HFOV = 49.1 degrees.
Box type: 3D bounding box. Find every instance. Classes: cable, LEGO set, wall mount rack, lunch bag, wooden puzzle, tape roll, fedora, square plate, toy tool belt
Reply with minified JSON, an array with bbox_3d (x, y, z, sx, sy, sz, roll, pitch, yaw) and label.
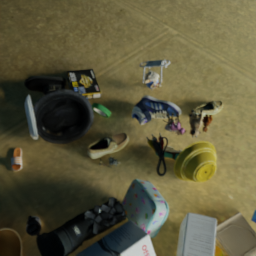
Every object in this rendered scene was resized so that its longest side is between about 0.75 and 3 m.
[{"bbox_3d":[1.211,0.940,10.217,0.762,0.395,1.569,-17,90,10],"label":"cable"},{"bbox_3d":[-0.710,1.282,10.672,0.809,0.229,0.525,-13,57,-9],"label":"LEGO set"},{"bbox_3d":[1.123,-2.478,12.058,1.366,0.509,1.187,2,45,24],"label":"wall mount rack"},{"bbox_3d":[0.488,2.556,8.955,0.664,1.381,1.722,13,17,-29],"label":"lunch bag"},{"bbox_3d":[3.554,3.614,9.094,2.135,0.250,1.441,-18,62,-12],"label":"wooden puzzle"},{"bbox_3d":[-1.123,-0.719,11.576,0.846,0.846,0.203,26,76,17],"label":"tape roll"},{"bbox_3d":[-2.590,-0.515,11.143,2.360,2.360,1.078,-12,19,-8],"label":"fedora"},{"bbox_3d":[-3.656,-0.335,10.487,0.224,1.562,1.577,-11,89,-21],"label":"square plate"},{"bbox_3d":[1.016,-1.986,12.431,0.672,1.076,0.661,29,75,26],"label":"toy tool belt"}]

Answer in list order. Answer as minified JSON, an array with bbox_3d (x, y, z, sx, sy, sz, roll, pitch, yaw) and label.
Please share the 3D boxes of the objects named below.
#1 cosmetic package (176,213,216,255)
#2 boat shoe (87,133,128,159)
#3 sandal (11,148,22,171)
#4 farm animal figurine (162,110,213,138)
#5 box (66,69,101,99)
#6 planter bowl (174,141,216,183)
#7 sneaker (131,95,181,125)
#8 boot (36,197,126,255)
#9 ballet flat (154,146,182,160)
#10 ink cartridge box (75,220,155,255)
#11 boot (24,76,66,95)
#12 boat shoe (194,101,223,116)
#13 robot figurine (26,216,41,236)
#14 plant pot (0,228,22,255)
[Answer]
[{"bbox_3d":[1.899,3.978,8.178,0.960,1.318,2.593,11,57,7],"label":"cosmetic package"},{"bbox_3d":[-0.763,0.635,10.897,1.756,0.583,0.650,-27,60,-17],"label":"boat shoe"},{"bbox_3d":[-4.296,1.158,10.717,0.392,0.293,1.023,-10,56,-6],"label":"sandal"},{"bbox_3d":[2.227,-0.042,10.677,1.760,0.885,1.421,-10,22,-11],"label":"farm animal figurine"},{"bbox_3d":[-2.025,-1.967,12.682,1.269,0.392,1.589,-9,56,-17],"label":"box"},{"bbox_3d":[2.491,1.354,9.653,1.710,1.710,0.712,-19,35,-12],"label":"planter bowl"},{"bbox_3d":[1.060,-0.501,11.499,1.868,0.753,1.368,23,63,21],"label":"sneaker"},{"bbox_3d":[-1.415,3.072,8.459,2.182,2.662,0.985,-20,74,-40],"label":"boot"},{"bbox_3d":[1.803,0.971,10.723,1.570,0.530,0.490,17,47,11],"label":"ballet flat"},{"bbox_3d":[-0.431,4.009,7.561,2.474,1.795,1.036,-26,20,-25],"label":"ink cartridge box"},{"bbox_3d":[-3.654,-1.565,12.312,1.928,0.725,1.441,-3,56,-2],"label":"boot"},{"bbox_3d":[3.456,-0.862,11.991,1.483,0.467,0.541,-18,57,-12],"label":"boat shoe"},{"bbox_3d":[-3.059,3.180,9.089,0.472,0.757,0.569,14,94,-19],"label":"robot figurine"},{"bbox_3d":[-4.574,3.747,8.173,2.035,1.897,1.897,3,54,20],"label":"plant pot"}]
